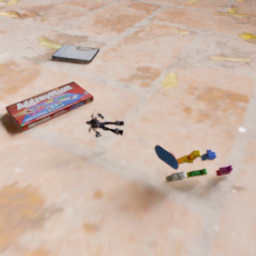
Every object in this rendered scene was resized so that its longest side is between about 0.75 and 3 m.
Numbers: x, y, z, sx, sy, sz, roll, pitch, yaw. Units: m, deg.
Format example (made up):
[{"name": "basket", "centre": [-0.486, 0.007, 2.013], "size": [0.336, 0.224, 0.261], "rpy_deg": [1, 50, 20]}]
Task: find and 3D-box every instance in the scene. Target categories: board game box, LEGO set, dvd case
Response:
[{"name": "board game box", "centre": [-2.743, -0.857, 9.942], "size": [2.733, 0.266, 1.407], "rpy_deg": [-28, 46, -30]}, {"name": "LEGO set", "centre": [1.858, 0.901, 7.198], "size": [1.785, 0.733, 0.681], "rpy_deg": [-6, 67, -12]}, {"name": "board game box", "centre": [1.033, 0.712, 7.233], "size": [0.162, 0.655, 0.830], "rpy_deg": [-40, 54, -23]}, {"name": "dvd case", "centre": [-2.419, -3.500, 13.140], "size": [1.887, 0.166, 1.346], "rpy_deg": [9, 41, 11]}]

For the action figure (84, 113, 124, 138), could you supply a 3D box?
[{"name": "action figure", "centre": [-0.712, -0.052, 8.216], "size": [1.171, 0.406, 0.762], "rpy_deg": [10, 81, -7]}]
